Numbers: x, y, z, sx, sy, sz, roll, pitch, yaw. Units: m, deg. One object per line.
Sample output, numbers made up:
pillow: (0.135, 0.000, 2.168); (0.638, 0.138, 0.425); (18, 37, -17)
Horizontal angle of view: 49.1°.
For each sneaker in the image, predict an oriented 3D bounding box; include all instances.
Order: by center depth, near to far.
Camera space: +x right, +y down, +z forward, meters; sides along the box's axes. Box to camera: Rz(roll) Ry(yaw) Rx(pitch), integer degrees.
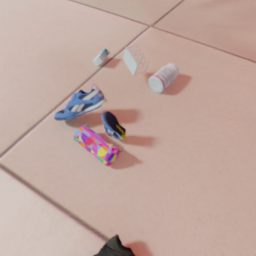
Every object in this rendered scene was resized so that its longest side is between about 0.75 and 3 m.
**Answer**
sneaker: (-0.859, 3.778, 7.984); (2.263, 0.865, 1.296); (1, 48, -3)
sneaker: (-0.652, -0.027, 10.528); (0.639, 1.553, 0.574); (-1, 53, 30)
sneaker: (-2.033, -0.993, 11.402); (2.326, 0.957, 0.860); (-23, 15, 8)

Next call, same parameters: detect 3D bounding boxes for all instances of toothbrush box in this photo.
toothbrush box: (-1.367, -3.577, 14.181); (0.342, 0.588, 0.803); (44, 55, -22)

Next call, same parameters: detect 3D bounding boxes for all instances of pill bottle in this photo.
pill bottle: (1.693, -2.366, 13.093); (0.836, 0.836, 1.474); (32, 58, 24)

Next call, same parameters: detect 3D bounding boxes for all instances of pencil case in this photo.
pencil case: (-1.176, 0.637, 10.609); (1.956, 0.865, 0.865); (32, 57, 25)

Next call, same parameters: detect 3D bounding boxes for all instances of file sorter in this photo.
file sorter: (0.350, -3.111, 12.866); (0.691, 0.770, 1.110); (-20, 67, -23)
